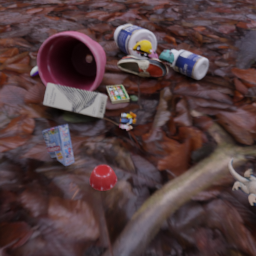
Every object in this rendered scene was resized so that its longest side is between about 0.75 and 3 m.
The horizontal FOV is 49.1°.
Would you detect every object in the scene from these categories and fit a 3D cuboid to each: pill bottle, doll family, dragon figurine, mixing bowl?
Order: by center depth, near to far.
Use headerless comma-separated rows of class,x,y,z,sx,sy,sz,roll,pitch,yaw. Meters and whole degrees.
dragon figurine,3.217,1.595,6.733,1.137,0.673,2.286,34,6,-20
mixing bowl,-0.687,1.280,7.569,0.751,0.407,0.751,0,40,0
doll family,0.007,-0.275,9.496,0.515,0.374,0.830,6,39,7
pill bottle,2.520,-2.798,12.152,0.940,0.940,1.693,-31,48,-32
pill bottle,0.214,-4.168,13.399,1.362,1.362,2.453,-16,33,-19

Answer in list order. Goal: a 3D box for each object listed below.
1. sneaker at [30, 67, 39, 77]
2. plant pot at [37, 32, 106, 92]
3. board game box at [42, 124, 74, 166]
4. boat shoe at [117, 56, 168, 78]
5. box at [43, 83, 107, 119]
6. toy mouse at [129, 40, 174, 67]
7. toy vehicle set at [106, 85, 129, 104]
sneaker,-3.693,-2.491,12.163,1.087,0.541,0.378,-39,39,-5
plant pot,-1.912,-2.515,10.868,2.418,2.418,2.164,9,24,11
board game box,-1.977,0.535,7.922,1.100,1.099,0.339,-12,8,42
boat shoe,0.596,-2.567,11.955,2.271,0.808,0.710,22,39,29
box,-1.845,-0.949,9.794,2.071,0.851,0.708,12,2,15
toy mouse,1.138,-3.068,11.528,2.238,0.487,2.518,13,10,-35
toy vehicle set,-0.418,-1.326,10.956,0.666,0.142,1.072,-9,40,-13
